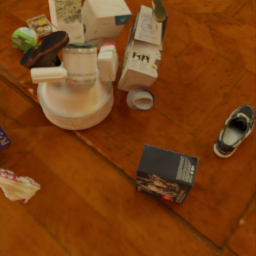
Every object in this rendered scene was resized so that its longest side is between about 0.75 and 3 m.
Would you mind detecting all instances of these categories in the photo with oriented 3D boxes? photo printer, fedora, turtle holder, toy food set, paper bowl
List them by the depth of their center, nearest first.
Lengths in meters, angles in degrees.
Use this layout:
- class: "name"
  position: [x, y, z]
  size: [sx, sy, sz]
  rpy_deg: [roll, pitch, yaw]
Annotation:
- class: "photo printer"
  position: [-2.173, -1.451, 7.742]
  size: [0.951, 0.792, 0.330]
  rpy_deg: [-7, 92, -16]
- class: "fedora"
  position: [0.421, -0.833, 8.800]
  size: [0.900, 0.796, 0.406]
  rpy_deg: [14, 21, -11]
- class: "paper bowl"
  position: [-1.804, -1.319, 9.660]
  size: [2.562, 1.332, 2.562]
  rpy_deg: [0, 57, 1]
- class: "turtle holder"
  position: [-4.042, -3.564, 11.323]
  size: [1.156, 0.878, 0.821]
  rpy_deg: [14, 59, 9]
- class: "toy food set"
  position: [-3.764, -4.437, 12.166]
  size: [0.882, 0.371, 1.229]
  rpy_deg: [-30, 62, -17]

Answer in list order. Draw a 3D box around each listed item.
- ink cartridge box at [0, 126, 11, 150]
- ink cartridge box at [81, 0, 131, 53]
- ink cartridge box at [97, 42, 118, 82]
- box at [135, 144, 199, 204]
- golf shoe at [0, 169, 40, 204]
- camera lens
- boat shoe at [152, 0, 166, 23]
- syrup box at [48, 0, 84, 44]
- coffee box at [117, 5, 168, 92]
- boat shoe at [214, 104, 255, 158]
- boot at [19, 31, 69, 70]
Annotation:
- class: "ink cartridge box"
  position: [-4.529, -0.082, 7.953]
  size: [0.636, 2.878, 1.353]
  rpy_deg: [40, 66, 22]
- class: "ink cartridge box"
  position: [-1.116, -3.422, 9.959]
  size: [1.434, 2.469, 0.830]
  rpy_deg: [-22, 78, -34]
- class: "ink cartridge box"
  position: [-0.650, -2.168, 9.202]
  size: [0.475, 0.828, 1.140]
  rpy_deg: [-1, 42, 8]
- class: "box"
  position: [1.013, 1.332, 7.822]
  size: [1.472, 1.616, 0.841]
  rpy_deg: [15, 60, 10]
- class: "golf shoe"
  position: [-2.641, 1.370, 6.398]
  size: [0.519, 1.378, 0.631]
  rpy_deg: [28, 81, 38]
- class: "camera lens"
  position: [-1.425, -1.849, 8.306]
  size: [0.986, 1.233, 0.986]
  rpy_deg: [2, 23, -1]
- class: "boat shoe"
  position: [0.919, -3.500, 8.481]
  size: [0.392, 0.361, 1.098]
  rpy_deg: [-5, 56, -2]
- class: "syrup box"
  position: [-1.888, -3.586, 8.396]
  size: [0.803, 2.039, 0.830]
  rpy_deg: [-15, 36, -21]
- class: "coffee box"
  position: [0.478, -2.539, 9.316]
  size: [0.989, 1.400, 2.478]
  rpy_deg: [15, 70, -11]
- class: "boat shoe"
  position: [3.601, -0.047, 9.219]
  size: [0.857, 0.700, 2.320]
  rpy_deg: [37, 65, 20]
- class: "boot"
  position: [-2.166, -2.076, 8.170]
  size: [2.066, 1.001, 0.772]
  rpy_deg: [-13, 57, 38]
